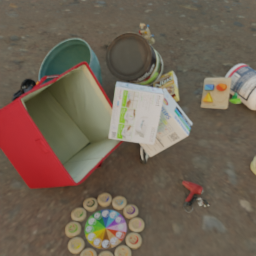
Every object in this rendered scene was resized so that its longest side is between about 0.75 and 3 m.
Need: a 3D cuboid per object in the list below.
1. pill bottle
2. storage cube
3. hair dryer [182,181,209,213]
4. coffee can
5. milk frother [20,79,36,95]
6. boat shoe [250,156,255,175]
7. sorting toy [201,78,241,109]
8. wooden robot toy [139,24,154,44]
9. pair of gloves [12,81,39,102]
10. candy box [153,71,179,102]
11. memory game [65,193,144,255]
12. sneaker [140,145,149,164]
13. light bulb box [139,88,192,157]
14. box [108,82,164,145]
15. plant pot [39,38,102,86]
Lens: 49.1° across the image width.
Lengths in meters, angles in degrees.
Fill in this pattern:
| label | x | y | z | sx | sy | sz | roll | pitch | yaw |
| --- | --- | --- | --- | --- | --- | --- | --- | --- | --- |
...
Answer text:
| label | x | y | z | sx | sy | sz | roll | pitch | yaw |
| --- | --- | --- | --- | --- | --- | --- | --- | --- | --- |
| pill bottle | 5.361 | -1.588 | 11.955 | 1.403 | 1.403 | 2.347 | -21 | 49 | -21 |
| storage cube | -2.150 | 0.051 | 8.479 | 2.689 | 2.992 | 2.557 | -15 | 21 | 44 |
| hair dryer | 2.016 | 2.087 | 8.850 | 0.818 | 0.292 | 1.075 | -11 | 43 | -10 |
| coffee can | 0.355 | -2.754 | 11.725 | 1.822 | 1.822 | 2.489 | 15 | 7 | 16 |
| milk frother | -3.412 | -0.966 | 11.073 | 1.551 | 1.649 | 1.488 | 6 | 48 | 6 |
| boat shoe | 4.922 | 1.662 | 9.003 | 0.795 | 0.680 | 2.168 | -27 | 49 | -25 |
| sorting toy | 3.683 | -1.387 | 11.076 | 0.254 | 1.274 | 1.723 | 11 | -1 | -43 |
| wooden robot toy | 0.731 | -3.782 | 11.667 | 0.503 | 1.141 | 0.518 | -3 | 65 | 24 |
| pair of gloves | -4.110 | -1.469 | 12.670 | 2.003 | 0.248 | 1.785 | 23 | 48 | 24 |
| candy box | 1.665 | -1.719 | 12.469 | 1.006 | 0.482 | 1.743 | -20 | 39 | 22 |
| memory game | -0.670 | 2.886 | 8.100 | 2.301 | 0.147 | 2.301 | 0 | 43 | 0 |
| sneaker | 0.687 | 0.760 | 10.122 | 0.534 | 0.492 | 1.335 | 6 | 44 | 3 |
| light bulb box | 0.962 | -0.158 | 9.115 | 1.555 | 1.569 | 0.979 | 51 | 33 | -8 |
| box | 0.214 | -0.407 | 7.978 | 1.358 | 1.539 | 0.744 | 7 | 20 | -2 |
| plant pot | -2.138 | -2.113 | 11.613 | 2.550 | 1.709 | 2.550 | -10 | 66 | 24 |
